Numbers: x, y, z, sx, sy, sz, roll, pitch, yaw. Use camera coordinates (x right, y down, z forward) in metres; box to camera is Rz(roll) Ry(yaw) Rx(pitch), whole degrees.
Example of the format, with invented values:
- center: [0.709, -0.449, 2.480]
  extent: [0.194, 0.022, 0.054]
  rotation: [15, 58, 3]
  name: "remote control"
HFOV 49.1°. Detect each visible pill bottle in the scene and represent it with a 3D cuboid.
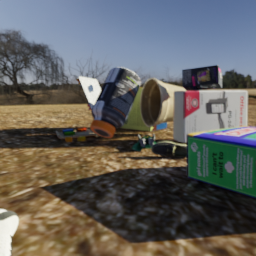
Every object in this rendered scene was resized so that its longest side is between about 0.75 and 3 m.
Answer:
- center: [-0.587, -0.984, 11.468]
  extent: [1.463, 2.755, 1.463]
  rotation: [19, -21, 8]
  name: "pill bottle"

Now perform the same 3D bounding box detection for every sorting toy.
- center: [-2.326, 0.266, 12.698]
  extent: [1.766, 0.317, 2.371]
  rotation: [-2, 7, -17]
  name: "sorting toy"

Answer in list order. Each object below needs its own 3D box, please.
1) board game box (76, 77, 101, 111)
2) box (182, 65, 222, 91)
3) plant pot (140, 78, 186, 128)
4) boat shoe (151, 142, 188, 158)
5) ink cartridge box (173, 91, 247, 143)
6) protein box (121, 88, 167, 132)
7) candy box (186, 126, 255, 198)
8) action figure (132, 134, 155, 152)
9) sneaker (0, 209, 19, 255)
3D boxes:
- center: [-1.768, -1.673, 14.051]
  extent: [0.225, 1.737, 1.737]
  rotation: [-25, -6, 23]
  name: "board game box"
- center: [3.085, -2.040, 11.686]
  extent: [1.485, 0.788, 0.908]
  rotation: [-2, -6, 26]
  name: "box"
- center: [1.973, -1.162, 13.309]
  extent: [2.102, 2.297, 2.297]
  rotation: [0, 7, -21]
  name: "plant pot"
- center: [1.389, 0.691, 8.727]
  extent: [1.327, 0.474, 0.436]
  rotation: [5, 3, 3]
  name: "boat shoe"
- center: [3.429, -0.517, 11.698]
  extent: [2.874, 2.087, 1.198]
  rotation: [-2, 6, -13]
  name: "ink cartridge box"
- center: [0.792, -1.082, 15.549]
  extent: [2.296, 2.279, 1.549]
  rotation: [6, 9, 40]
  name: "protein box"
- center: [3.186, 0.683, 6.033]
  extent: [2.508, 1.142, 2.966]
  rotation: [-7, 9, -39]
  name: "candy box"
- center: [0.692, 0.485, 10.495]
  extent: [1.099, 0.509, 1.861]
  rotation: [-3, 4, 2]
  name: "action figure"
- center: [-1.483, 1.426, 2.978]
  extent: [0.649, 0.598, 1.623]
  rotation: [13, 11, -2]
  name: "sneaker"
